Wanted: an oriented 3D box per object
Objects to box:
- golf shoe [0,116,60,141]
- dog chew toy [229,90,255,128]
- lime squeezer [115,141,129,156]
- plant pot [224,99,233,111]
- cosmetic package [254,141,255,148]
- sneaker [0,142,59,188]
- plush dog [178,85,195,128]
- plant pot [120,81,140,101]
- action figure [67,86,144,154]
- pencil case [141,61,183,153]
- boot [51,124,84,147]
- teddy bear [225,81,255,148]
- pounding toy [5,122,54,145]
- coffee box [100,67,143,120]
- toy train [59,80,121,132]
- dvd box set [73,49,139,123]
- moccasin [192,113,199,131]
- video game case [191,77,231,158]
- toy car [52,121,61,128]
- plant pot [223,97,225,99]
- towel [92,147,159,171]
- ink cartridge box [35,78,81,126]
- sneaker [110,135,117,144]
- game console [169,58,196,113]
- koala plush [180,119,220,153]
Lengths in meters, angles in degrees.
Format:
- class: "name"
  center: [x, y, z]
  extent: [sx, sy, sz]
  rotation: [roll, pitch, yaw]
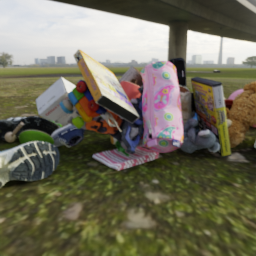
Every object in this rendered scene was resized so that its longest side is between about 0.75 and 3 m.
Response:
- class: "golf shoe"
  center: [-3.783, -0.025, 10.605]
  extent: [2.696, 1.048, 1.274]
  rotation: [3, 12, 4]
- class: "dog chew toy"
  center: [5.741, -0.741, 12.617]
  extent: [2.496, 1.554, 1.554]
  rotation: [31, 29, 33]
- class: "lime squeezer"
  center: [-0.200, 0.548, 8.938]
  extent: [0.267, 0.500, 1.415]
  rotation: [11, 36, -28]
- class: "plant pot"
  center: [3.913, -0.333, 11.076]
  extent: [1.272, 1.272, 1.237]
  rotation: [5, -14, 19]
- class: "cosmetic package"
  center: [5.068, 0.150, 8.858]
  extent: [1.536, 1.084, 2.967]
  rotation: [30, 26, 18]
- class: "sneaker"
  center: [-3.032, 0.872, 7.072]
  extent: [2.622, 1.018, 1.132]
  rotation: [-12, 15, -42]
- class: "plush dog"
  center: [1.330, -0.304, 10.670]
  extent: [1.997, 1.866, 2.325]
  rotation: [4, 56, 29]
- class: "plant pot"
  center: [-0.036, -0.970, 9.912]
  extent: [1.280, 1.132, 1.280]
  rotation: [24, -1, 0]
- class: "action figure"
  center: [-0.247, -0.344, 8.998]
  extent: [2.622, 1.418, 2.710]
  rotation: [32, 50, -8]
- class: "pencil case"
  center: [0.964, -0.625, 8.390]
  extent: [1.199, 2.743, 1.199]
  rotation: [1, -22, 0]
- class: "boot"
  center: [-2.090, 0.364, 9.360]
  extent: [1.598, 0.581, 0.722]
  rotation: [-33, 36, 27]
- class: "teddy bear"
  center: [3.993, -0.606, 9.783]
  extent: [0.890, 2.667, 1.934]
  rotation: [40, 9, -33]
- class: "pounding toy"
  center: [-3.088, 0.558, 8.844]
  extent: [1.100, 0.661, 1.425]
  rotation: [-26, -43, 35]
- class: "coffee box"
  center: [-0.090, -1.209, 11.758]
  extent: [1.350, 2.388, 0.953]
  rotation: [48, 13, 10]
- class: "toy train"
  center: [-1.106, -0.331, 7.869]
  extent: [1.067, 1.844, 0.781]
  rotation: [-37, -14, 13]
- class: "dvd box set"
  center: [-0.659, -1.219, 8.120]
  extent: [1.608, 0.323, 2.198]
  rotation: [28, 26, -48]
- class: "moccasin"
  center: [3.219, -0.453, 12.547]
  extent: [0.894, 0.758, 2.223]
  rotation: [28, 34, 31]
- class: "video game case"
  center: [2.809, -0.504, 9.719]
  extent: [0.333, 2.357, 2.609]
  rotation: [-12, 14, 1]
- class: "toy car"
  center: [-2.990, -0.229, 12.747]
  extent: [1.626, 0.385, 1.728]
  rotation: [-12, 18, -40]
- class: "plant pot"
  center: [3.941, -0.819, 12.722]
  extent: [1.137, 1.694, 1.694]
  rotation: [4, 12, -20]
- class: "towel"
  center: [-0.065, 0.840, 8.691]
  extent: [1.755, 0.263, 1.284]
  rotation: [-12, 17, -39]
- class: "ink cartridge box"
  center: [-2.182, -0.812, 10.331]
  extent: [1.402, 0.792, 1.910]
  rotation: [-36, -34, 17]
- class: "sneaker"
  center: [0.056, 0.177, 10.315]
  extent: [0.798, 0.689, 1.821]
  rotation: [3, 24, 22]
- class: "game console"
  center: [2.099, -1.635, 11.128]
  extent: [1.328, 2.252, 0.271]
  rotation: [-3, 13, 16]
- class: "koala plush"
  center: [2.303, 0.369, 8.907]
  extent: [1.053, 1.016, 1.146]
  rotation: [-48, 28, -22]
